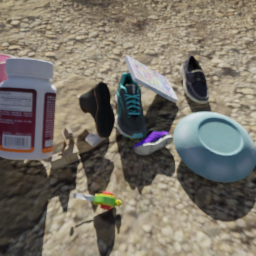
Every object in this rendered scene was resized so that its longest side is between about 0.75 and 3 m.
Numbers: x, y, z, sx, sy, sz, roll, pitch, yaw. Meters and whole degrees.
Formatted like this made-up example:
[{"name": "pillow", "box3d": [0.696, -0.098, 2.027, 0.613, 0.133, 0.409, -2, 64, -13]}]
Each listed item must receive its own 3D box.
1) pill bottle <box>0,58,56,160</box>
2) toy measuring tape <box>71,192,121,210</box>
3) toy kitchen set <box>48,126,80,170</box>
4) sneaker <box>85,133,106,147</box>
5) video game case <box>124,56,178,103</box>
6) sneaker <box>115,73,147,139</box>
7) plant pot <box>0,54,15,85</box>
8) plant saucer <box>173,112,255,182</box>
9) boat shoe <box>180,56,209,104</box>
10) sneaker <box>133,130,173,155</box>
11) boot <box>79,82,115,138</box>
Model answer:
[{"name": "pill bottle", "box3d": [-2.993, -0.559, 8.350, 1.604, 2.810, 1.604, 5, 4, 0]}, {"name": "toy measuring tape", "box3d": [-0.853, 1.949, 7.687, 1.389, 0.511, 0.511, 13, 46, -6]}, {"name": "toy kitchen set", "box3d": [-2.194, 0.540, 8.953, 0.955, 0.864, 1.059, -21, 48, -18]}, {"name": "sneaker", "box3d": [-1.071, 0.266, 9.614, 0.486, 0.310, 0.841, 33, 51, 29]}, {"name": "video game case", "box3d": [0.904, -1.879, 10.861, 2.181, 0.197, 1.562, 22, 34, -34]}, {"name": "sneaker", "box3d": [0.045, -0.895, 10.006, 1.113, 1.308, 2.868, -5, 47, -11]}, {"name": "plant pot", "box3d": [-4.498, -1.306, 9.419, 2.360, 2.112, 2.360, 4, 25, -2]}, {"name": "plant saucer", "box3d": [2.872, 0.390, 9.003, 2.770, 0.533, 2.770, 4, 52, -5]}, {"name": "boat shoe", "box3d": [2.723, -2.016, 11.412, 0.886, 0.799, 2.465, 1, 49, -8]}, {"name": "sneaker", "box3d": [0.748, 0.425, 9.355, 1.380, 0.480, 0.686, -17, 46, -17]}, {"name": "boot", "box3d": [-1.179, -0.473, 9.791, 0.745, 1.331, 1.924, 15, 66, -42]}]
